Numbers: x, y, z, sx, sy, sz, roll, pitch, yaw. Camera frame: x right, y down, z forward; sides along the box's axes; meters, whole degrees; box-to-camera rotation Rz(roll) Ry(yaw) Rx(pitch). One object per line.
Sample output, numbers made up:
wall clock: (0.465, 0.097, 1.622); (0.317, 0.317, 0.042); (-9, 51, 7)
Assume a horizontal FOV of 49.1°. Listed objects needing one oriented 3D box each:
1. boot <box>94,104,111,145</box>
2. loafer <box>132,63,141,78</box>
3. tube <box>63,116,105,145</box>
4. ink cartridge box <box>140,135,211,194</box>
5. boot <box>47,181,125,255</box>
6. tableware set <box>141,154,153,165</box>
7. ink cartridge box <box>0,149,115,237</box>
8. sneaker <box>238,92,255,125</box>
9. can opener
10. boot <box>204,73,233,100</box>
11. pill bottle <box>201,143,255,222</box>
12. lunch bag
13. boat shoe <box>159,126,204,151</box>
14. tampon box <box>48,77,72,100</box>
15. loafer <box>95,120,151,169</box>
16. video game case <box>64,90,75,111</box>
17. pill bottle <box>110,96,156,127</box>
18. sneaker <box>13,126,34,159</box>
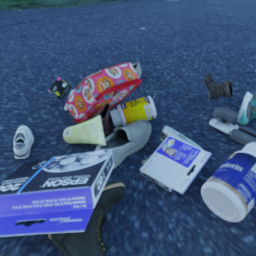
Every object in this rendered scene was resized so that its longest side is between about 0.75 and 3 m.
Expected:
boot: (-0.793, -0.318, 9.770); (0.593, 1.363, 1.638); (23, 41, -2)
loafer: (-0.212, -2.601, 13.772); (0.819, 0.817, 2.342); (22, 40, 30)
tube: (-1.356, 0.176, 8.861); (2.246, 0.652, 0.583); (-10, 43, 55)
ink cartridge box: (1.379, 1.073, 8.139); (1.541, 0.334, 1.527); (25, 62, 39)
boot: (-0.642, 2.308, 6.529); (2.133, 0.826, 1.475); (-32, 49, -21)
tableware set: (0.895, 1.086, 8.871); (0.704, 0.098, 0.843); (22, 38, 29)
ink cartridge box: (-1.931, 1.455, 6.732); (2.763, 0.605, 2.789); (-9, 18, 12)
sneaker: (4.961, -0.740, 11.013); (1.002, 0.852, 2.197); (19, 39, 20)
can opener: (3.880, 0.025, 9.612); (0.679, 0.852, 2.547); (-22, 34, -26)
boot: (3.866, -1.804, 11.835); (0.447, 1.292, 1.124); (-19, 4, -34)
pill bottle: (2.844, 1.282, 7.005); (1.980, 1.146, 1.146); (-36, 47, -28)
lunch bag: (-0.831, -1.303, 10.327); (2.362, 2.682, 1.099); (-28, 86, -41)
boat shoe: (1.781, 0.620, 9.121); (1.712, 0.545, 0.605); (37, 23, 22)
tampon box: (-2.915, -1.684, 12.033); (0.564, 0.752, 0.475); (42, 11, 14)
loafer: (-0.087, 0.374, 9.125); (0.938, 0.936, 2.684); (23, 41, 26)
video game case: (-1.531, -1.398, 11.548); (2.093, 1.499, 0.189); (-23, 78, -31)
pill bottle: (0.172, -0.557, 10.349); (1.595, 0.872, 0.872); (-17, 35, -2)
sneaker: (-3.563, 0.330, 9.464); (0.603, 0.635, 1.578); (-10, 37, -12)
